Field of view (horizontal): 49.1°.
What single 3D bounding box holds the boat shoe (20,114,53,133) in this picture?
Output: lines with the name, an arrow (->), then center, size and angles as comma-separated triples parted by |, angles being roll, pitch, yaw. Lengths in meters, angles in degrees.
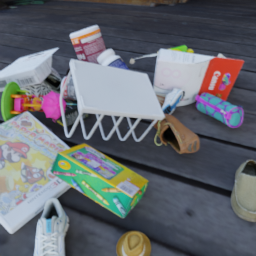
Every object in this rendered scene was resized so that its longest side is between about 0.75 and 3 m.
boat shoe -> -3.333, -0.051, 9.951 | 1.636, 0.530, 0.588 | 23, 41, 28

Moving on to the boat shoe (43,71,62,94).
boat shoe -> -2.784, -1.677, 11.604 | 1.776, 0.628, 0.565 | 31, 23, -20

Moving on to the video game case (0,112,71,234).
video game case -> -3.048, 1.002, 7.923 | 2.970, 0.340, 2.703 | 37, 49, 19

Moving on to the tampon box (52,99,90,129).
tampon box -> -2.181, -0.610, 10.555 | 1.173, 0.741, 0.879 | -30, 45, -35

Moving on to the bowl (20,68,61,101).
bowl -> -4.096, -2.158, 12.330 | 2.609, 1.224, 2.609 | 0, 36, 0

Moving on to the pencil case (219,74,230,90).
pencil case -> 4.148, -2.279, 12.582 | 1.087, 1.087, 2.461 | 18, 36, 23

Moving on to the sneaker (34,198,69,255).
sneaker -> -1.727, 2.473, 6.079 | 0.809, 0.935, 2.158 | -5, 37, -10

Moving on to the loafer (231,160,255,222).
loafer -> 3.198, 1.591, 7.522 | 0.754, 0.669, 1.984 | 8, 36, 12

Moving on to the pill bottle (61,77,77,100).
pill bottle -> -1.648, -1.404, 10.289 | 1.458, 0.845, 0.845 | 8, 36, 11

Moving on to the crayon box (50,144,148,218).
crayon box -> -0.696, 1.261, 7.219 | 2.189, 0.638, 1.300 | 28, 16, 15

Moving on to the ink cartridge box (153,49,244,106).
ink cartridge box -> 2.486, -1.705, 10.675 | 2.983, 2.424, 0.851 | 13, 58, 8

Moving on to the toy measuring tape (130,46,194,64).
toy measuring tape -> 1.352, -2.574, 11.039 | 2.485, 0.914, 0.914 | -12, 35, 7

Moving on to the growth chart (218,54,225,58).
growth chart -> 2.798, -2.342, 11.586 | 2.762, 0.245, 1.999 | -18, -8, 27

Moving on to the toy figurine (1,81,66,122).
toy figurine -> -3.028, -0.776, 9.655 | 1.813, 1.479, 1.970 | 5, 6, 1

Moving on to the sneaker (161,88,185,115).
sneaker -> 1.519, -0.947, 10.335 | 1.257, 0.471, 0.545 | -49, 49, -2

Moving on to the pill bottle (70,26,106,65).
pill bottle -> -1.609, -3.271, 12.733 | 1.345, 2.356, 1.345 | -16, 22, 7

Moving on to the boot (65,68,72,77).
boot -> -1.287, -2.054, 11.323 | 2.016, 0.877, 2.423 | 15, -14, -30

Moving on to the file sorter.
file sorter -> -0.634, -0.684, 8.874 | 2.702, 1.683, 1.875 | 5, 51, -31

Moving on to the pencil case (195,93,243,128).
pencil case -> 3.317, -0.692, 10.272 | 0.867, 0.799, 1.877 | 19, 13, -31

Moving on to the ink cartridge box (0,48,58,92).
ink cartridge box -> -3.979, -2.330, 11.187 | 2.074, 0.728, 2.552 | -9, 26, 16

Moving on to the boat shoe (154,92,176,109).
boat shoe -> 0.669, -1.013, 11.020 | 2.356, 0.892, 0.846 | 11, 39, 20

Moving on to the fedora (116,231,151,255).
fedora -> 0.125, 2.644, 6.329 | 0.845, 0.345, 0.845 | 0, 36, 0

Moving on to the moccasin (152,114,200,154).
moccasin -> 1.366, 0.195, 9.296 | 0.906, 0.858, 2.347 | -14, 34, -18

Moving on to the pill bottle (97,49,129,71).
pill bottle -> -0.450, -2.086, 10.201 | 0.829, 0.829, 1.433 | -36, 91, -40
